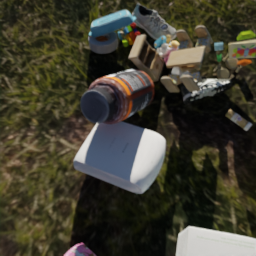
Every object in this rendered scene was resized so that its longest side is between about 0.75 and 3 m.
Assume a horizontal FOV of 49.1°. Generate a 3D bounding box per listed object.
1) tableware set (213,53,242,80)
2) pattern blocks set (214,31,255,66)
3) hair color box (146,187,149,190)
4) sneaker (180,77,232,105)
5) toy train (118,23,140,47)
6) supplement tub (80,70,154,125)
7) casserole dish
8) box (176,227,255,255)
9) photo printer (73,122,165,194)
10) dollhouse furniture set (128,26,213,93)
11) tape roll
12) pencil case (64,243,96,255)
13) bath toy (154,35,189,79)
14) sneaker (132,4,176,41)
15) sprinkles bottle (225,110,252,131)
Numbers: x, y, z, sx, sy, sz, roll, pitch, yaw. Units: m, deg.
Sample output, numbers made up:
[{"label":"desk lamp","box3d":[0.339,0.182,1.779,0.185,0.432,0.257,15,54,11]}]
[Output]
[{"label":"tableware set","box3d":[3.550,-2.114,10.085,0.710,0.215,1.074,42,76,1]},{"label":"pattern blocks set","box3d":[3.925,-2.575,9.298,1.997,1.755,0.162,-6,66,28]},{"label":"hair color box","box3d":[0.254,1.479,8.280,0.416,0.255,0.841,-22,65,-11]},{"label":"sneaker","box3d":[2.610,-1.461,9.532,1.863,0.619,0.843,-18,67,-8]},{"label":"toy train","box3d":[0.139,-3.232,10.513,0.763,0.558,1.319,-22,68,4]},{"label":"supplement tub","box3d":[-0.288,-0.915,8.232,1.359,1.359,2.541,33,30,15]},{"label":"casserole dish","box3d":[-0.629,-3.809,10.133,1.818,0.353,1.101,-18,35,7]},{"label":"box","box3d":[2.015,3.420,6.648,1.673,1.440,1.681,10,64,5]},{"label":"photo printer","box3d":[-0.144,0.762,8.096,2.283,0.793,1.899,19,58,19]},{"label":"dollhouse furniture set","box3d":[1.335,-2.311,8.975,2.135,1.389,1.961,2,64,40]},{"label":"tape roll","box3d":[-0.922,-3.217,10.423,1.083,0.358,1.083,-1,49,2]},{"label":"pencil case","box3d":[-0.801,3.786,6.773,1.977,0.818,0.855,38,109,20]},{"label":"bath toy","box3d":[1.647,-2.457,10.026,0.824,0.700,1.895,-32,62,19]},{"label":"sneaker","box3d":[0.976,-3.999,10.663,1.973,0.809,0.737,31,67,9]},{"label":"sprinkles bottle","box3d":[3.589,-0.253,9.124,0.832,0.284,0.284,39,70,18]}]
